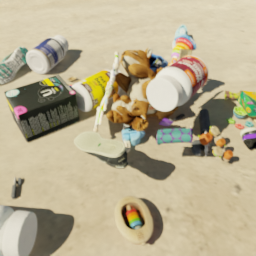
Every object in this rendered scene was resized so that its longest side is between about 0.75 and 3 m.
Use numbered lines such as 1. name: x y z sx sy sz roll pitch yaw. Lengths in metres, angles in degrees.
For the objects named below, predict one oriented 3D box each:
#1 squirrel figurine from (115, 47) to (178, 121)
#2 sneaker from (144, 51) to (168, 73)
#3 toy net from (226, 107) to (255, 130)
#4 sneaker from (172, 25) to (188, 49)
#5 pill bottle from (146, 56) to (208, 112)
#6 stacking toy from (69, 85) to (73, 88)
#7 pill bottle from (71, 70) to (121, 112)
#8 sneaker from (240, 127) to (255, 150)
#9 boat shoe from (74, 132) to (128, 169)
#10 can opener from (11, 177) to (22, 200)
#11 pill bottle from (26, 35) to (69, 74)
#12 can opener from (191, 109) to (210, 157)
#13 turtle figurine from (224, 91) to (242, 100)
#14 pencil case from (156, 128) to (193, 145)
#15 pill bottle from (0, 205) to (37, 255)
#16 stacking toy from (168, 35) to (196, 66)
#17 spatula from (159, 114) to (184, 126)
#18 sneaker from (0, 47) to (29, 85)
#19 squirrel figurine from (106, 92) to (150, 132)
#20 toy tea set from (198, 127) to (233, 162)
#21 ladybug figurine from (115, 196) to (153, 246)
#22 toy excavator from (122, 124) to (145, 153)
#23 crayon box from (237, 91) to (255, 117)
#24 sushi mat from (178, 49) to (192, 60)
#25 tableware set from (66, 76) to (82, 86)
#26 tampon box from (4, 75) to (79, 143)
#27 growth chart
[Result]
1. squirrel figurine: 0.793 -1.818 11.333 2.975 2.106 2.777 14 48 -36
2. sneaker: 1.508 -2.601 12.859 2.639 1.085 0.976 33 79 4
3. toy net: 5.018 -0.166 11.279 1.916 0.370 1.005 33 50 30
4. sneaker: 3.071 -5.326 16.449 0.888 0.984 2.402 4 43 6
5. pill bottle: 1.633 -1.465 9.135 1.279 1.279 2.334 24 39 24
6. stacking toy: -2.308 -1.812 12.972 0.726 0.687 1.251 8 31 22
7. pill bottle: -1.236 -1.702 12.062 1.267 1.267 2.319 31 49 29
8. sneaker: 5.254 0.542 10.367 1.997 0.694 0.993 -1 50 4
9. boat shoe: -0.841 0.649 8.191 2.069 0.699 0.743 17 52 41
10. can opener: -3.632 1.940 9.116 0.263 0.210 0.787 -8 44 -8
11. pill bottle: -4.122 -3.936 14.692 1.308 1.308 2.356 15 44 16
12. can opener: 2.766 0.154 10.723 0.748 0.597 2.236 -1 43 10
13. turtle figurine: 4.959 -1.370 12.511 1.210 0.483 1.501 8 43 8
14. pencil case: 1.450 0.274 8.748 1.118 0.517 0.476 -4 57 14
15. pill bottle: -3.869 2.721 7.371 2.580 1.414 1.414 4 43 4
16. stacking toy: 1.951 -2.848 10.877 1.400 0.813 0.768 -56 26 -15
17. spatula: 1.696 -0.294 10.594 0.472 1.670 0.172 14 78 -15
18. sneaker: -6.099 -3.039 14.164 1.182 1.005 2.591 0 43 47
19. squirrel figurine: 0.201 -0.536 9.530 1.362 1.459 1.032 -5 53 36
20. toy tea set: 3.009 0.633 9.710 0.787 0.490 1.324 -22 73 -28
21. ladybug figurine: 0.165 2.689 8.041 1.038 0.550 1.530 -10 44 -11
22. toy excavator: 0.031 0.472 10.467 1.311 0.673 1.348 -7 52 -6
23. crayon box: 5.688 -0.945 11.706 1.894 0.552 1.125 3 40 -16
24. sushi mat: 2.041 -2.211 10.413 0.670 1.400 0.085 -9 25 -35
25. tableware set: -2.748 -2.175 13.411 1.367 0.159 1.142 19 42 42
26. tampon box: -3.405 -0.839 11.217 2.306 1.456 1.728 -25 48 -25
27. growth chart: -0.772 -1.320 10.321 0.243 2.738 1.981 16 23 -10
